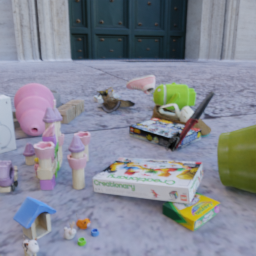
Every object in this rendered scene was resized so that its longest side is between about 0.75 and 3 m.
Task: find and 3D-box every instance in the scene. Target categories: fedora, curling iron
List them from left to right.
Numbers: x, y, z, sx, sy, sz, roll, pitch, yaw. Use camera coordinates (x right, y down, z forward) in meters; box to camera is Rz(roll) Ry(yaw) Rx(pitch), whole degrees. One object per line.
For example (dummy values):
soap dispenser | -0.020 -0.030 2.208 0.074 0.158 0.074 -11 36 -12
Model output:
fedora | -4.450 -1.389 14.266 2.475 1.117 2.189 -2 19 -8
curling iron | 2.063 -0.221 8.976 0.333 0.646 2.607 37 71 18

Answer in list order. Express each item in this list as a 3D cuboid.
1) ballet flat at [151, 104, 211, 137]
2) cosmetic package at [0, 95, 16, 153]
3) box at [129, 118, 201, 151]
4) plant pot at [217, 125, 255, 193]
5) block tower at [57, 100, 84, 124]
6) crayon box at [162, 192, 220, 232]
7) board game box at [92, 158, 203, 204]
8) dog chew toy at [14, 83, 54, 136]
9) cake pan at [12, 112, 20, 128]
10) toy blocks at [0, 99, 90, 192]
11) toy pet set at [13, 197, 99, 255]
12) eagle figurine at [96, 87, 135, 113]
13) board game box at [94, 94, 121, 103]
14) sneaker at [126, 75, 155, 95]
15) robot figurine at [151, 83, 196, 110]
ballet flat | 2.067 -0.445 11.465 0.962 1.026 2.837 -25 30 -34
cosmetic package | -4.822 0.073 8.629 0.627 1.830 2.428 16 24 42
box | 1.368 0.174 10.547 2.257 0.450 1.545 16 24 40
plant pot | 3.282 0.747 6.752 2.020 2.098 2.098 -4 14 29
block tower | -2.746 -0.796 13.245 0.629 0.674 2.331 3 17 10
crayon box | 1.354 1.726 6.015 0.952 0.278 0.822 -17 23 -40
board game box | 0.512 1.214 6.897 2.370 0.410 1.496 0 15 26
dog chew toy | -3.789 -0.679 11.321 1.647 1.647 2.645 -5 37 -14
cake pan | -5.391 -0.321 12.229 1.904 0.349 1.904 0 18 0
toy blocks | -2.202 0.385 7.534 2.275 1.915 2.126 -1 19 -4
toy pet set | -1.429 1.768 5.248 1.239 0.705 1.327 15 23 38
eagle figurine | -0.804 -1.381 14.619 1.443 1.435 1.902 -44 67 -7
board game box | -1.261 -1.785 16.898 1.426 0.244 0.958 -7 20 -20
sneaker | 0.580 -1.911 13.204 1.512 0.790 0.569 -13 -22 25
robot figurine | 2.332 -1.612 14.630 2.271 1.314 1.993 1 29 2
